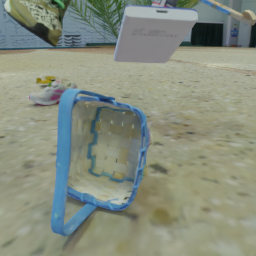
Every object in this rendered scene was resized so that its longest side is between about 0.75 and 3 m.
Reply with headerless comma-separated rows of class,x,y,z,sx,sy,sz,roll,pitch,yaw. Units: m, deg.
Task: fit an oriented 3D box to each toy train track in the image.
toy train track,1.912,-3.290,6.801,2.715,0.442,1.557,39,40,21

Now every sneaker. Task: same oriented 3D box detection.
sneaker,-2.731,-1.352,10.425,1.885,0.832,0.767,-10,22,-26
sneaker,-1.520,-2.740,5.505,1.131,1.303,2.941,28,34,-32

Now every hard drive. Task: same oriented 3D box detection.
hard drive,0.580,-2.388,7.522,1.675,0.322,2.539,0,-9,-9

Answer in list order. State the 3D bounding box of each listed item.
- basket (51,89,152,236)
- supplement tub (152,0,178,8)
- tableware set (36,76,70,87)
basket,-0.448,0.339,4.193,1.442,1.828,2.073,12,11,21
supplement tub,1.452,-4.850,10.280,0.844,1.203,0.844,21,17,-7
tableware set,-3.887,-2.271,13.940,1.917,0.294,1.291,18,29,38
